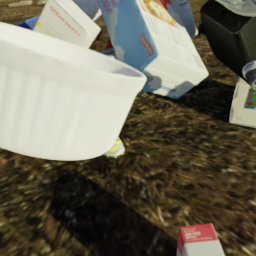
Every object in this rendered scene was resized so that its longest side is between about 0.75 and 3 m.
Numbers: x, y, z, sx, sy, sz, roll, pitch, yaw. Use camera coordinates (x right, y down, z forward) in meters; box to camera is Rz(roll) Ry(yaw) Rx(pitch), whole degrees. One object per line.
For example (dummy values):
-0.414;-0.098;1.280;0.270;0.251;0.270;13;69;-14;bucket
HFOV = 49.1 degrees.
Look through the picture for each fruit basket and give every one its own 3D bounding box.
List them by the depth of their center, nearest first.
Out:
2.395;-0.417;4.666;0.830;0.896;0.420;11;68;18;fruit basket

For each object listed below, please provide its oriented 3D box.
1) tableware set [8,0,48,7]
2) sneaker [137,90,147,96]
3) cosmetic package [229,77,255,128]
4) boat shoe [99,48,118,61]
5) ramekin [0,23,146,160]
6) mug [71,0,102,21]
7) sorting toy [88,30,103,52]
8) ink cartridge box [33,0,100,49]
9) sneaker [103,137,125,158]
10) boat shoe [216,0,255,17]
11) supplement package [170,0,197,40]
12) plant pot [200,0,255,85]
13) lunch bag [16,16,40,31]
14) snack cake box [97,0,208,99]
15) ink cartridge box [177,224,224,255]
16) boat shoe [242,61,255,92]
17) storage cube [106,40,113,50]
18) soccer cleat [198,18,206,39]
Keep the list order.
-2.106;-3.628;6.968;2.050;0.411;1.355;9;57;30;tableware set
1.095;-2.183;11.581;2.678;0.804;1.397;-26;40;-28;sneaker
4.292;-1.291;9.478;1.216;1.441;2.787;13;35;20;cosmetic package
0.207;-2.197;8.547;2.463;0.822;0.906;-18;39;-3;boat shoe
-1.022;-0.523;3.669;2.303;1.123;2.303;18;17;-6;ramekin
-1.632;-4.114;8.678;2.078;1.534;1.822;26;63;21;mug
-1.993;-3.635;10.292;2.315;1.116;0.392;40;21;14;sorting toy
-1.273;-1.678;5.339;0.928;1.279;0.533;44;35;-2;ink cartridge box
-0.480;0.255;4.644;0.898;0.343;0.339;1;25;24;sneaker
1.786;-2.732;5.068;0.807;0.928;2.517;0;36;-39;boat shoe
1.009;-4.084;9.298;1.644;2.811;1.649;-13;21;30;supplement package
2.769;-2.281;6.040;1.774;1.995;2.000;27;24;-42;plant pot
-2.713;-1.765;7.213;1.637;1.594;2.410;-28;14;47;lunch bag
0.395;-2.040;5.797;1.553;0.907;2.700;6;56;-42;snack cake box
1.127;2.281;4.095;0.564;0.981;1.351;-4;32;-2;ink cartridge box
1.842;-0.478;3.422;1.030;0.380;0.352;20;51;-30;boat shoe
-0.192;-2.733;9.494;0.857;0.733;0.771;28;83;16;storage cube
2.532;-3.127;8.465;0.810;0.972;2.398;26;29;-1;soccer cleat
